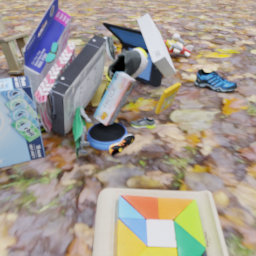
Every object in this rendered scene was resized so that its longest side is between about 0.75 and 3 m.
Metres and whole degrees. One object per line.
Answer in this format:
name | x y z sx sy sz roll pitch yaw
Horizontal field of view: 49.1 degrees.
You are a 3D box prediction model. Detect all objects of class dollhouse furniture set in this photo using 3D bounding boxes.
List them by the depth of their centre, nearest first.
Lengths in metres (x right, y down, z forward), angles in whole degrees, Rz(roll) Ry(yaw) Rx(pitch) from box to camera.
dollhouse furniture set | -4.709 -3.964 12.756 2.349 2.656 1.476 6 31 36

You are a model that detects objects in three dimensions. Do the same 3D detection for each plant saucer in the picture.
plant saucer | -1.033 -1.368 10.994 1.025 1.025 0.248 -11 -6 -18

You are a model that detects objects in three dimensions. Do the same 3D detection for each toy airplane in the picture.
toy airplane | 2.701 -4.514 15.339 1.717 1.217 1.724 -16 35 -26

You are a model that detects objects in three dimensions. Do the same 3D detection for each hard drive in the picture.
hard drive | -1.556 -1.391 9.123 0.549 2.028 2.903 23 53 6

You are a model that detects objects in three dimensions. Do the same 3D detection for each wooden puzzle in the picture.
wooden puzzle | 0.595 2.189 5.555 2.590 0.482 2.396 -1 42 0

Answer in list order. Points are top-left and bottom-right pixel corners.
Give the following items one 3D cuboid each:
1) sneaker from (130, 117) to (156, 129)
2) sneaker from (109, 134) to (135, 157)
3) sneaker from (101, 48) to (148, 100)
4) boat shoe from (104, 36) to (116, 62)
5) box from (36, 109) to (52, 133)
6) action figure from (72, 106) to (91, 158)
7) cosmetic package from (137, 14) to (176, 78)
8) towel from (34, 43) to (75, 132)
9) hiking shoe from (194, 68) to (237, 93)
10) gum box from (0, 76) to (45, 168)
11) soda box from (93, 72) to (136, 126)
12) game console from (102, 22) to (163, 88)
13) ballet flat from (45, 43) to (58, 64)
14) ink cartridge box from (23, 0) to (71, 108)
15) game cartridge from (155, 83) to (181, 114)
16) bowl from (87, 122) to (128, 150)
sneaker | 0.508 -0.199 9.557 0.877 0.355 0.324 1 33 2
sneaker | -0.157 0.538 8.083 0.878 0.307 0.395 -31 28 12
sneaker | -0.430 -1.713 9.773 1.106 2.614 0.974 -11 54 -48
boat shoe | -0.608 -2.890 10.260 0.332 0.937 0.338 -8 34 19
box | -2.993 -0.291 9.733 1.348 0.320 1.302 -19 40 -28
action figure | -1.378 -0.044 8.200 0.484 1.046 1.770 6 43 -18
cosmetic package | 0.751 -2.096 7.273 0.352 1.027 1.362 -25 67 20
towel | -2.140 -1.257 8.897 0.366 1.791 2.447 19 59 5
hiking shoe | 3.738 -2.020 11.933 1.813 0.786 0.674 14 36 20
gum box | -3.802 0.066 7.215 2.882 2.448 0.642 -13 42 -20
soda box | -0.431 -0.899 8.756 0.564 1.649 0.524 35 20 14
game console | 0.138 -3.063 11.841 1.537 2.322 2.640 -15 34 -40
ballet flat | -2.216 -2.146 8.252 0.265 0.266 0.778 17 64 0
ink cartridge box | -2.645 -2.466 9.394 0.607 2.803 2.752 20 60 -8
game cartridge | 1.076 -0.799 7.539 0.129 0.794 0.700 43 52 19
bowl | -0.672 0.216 9.016 1.327 0.260 1.327 0 33 0
